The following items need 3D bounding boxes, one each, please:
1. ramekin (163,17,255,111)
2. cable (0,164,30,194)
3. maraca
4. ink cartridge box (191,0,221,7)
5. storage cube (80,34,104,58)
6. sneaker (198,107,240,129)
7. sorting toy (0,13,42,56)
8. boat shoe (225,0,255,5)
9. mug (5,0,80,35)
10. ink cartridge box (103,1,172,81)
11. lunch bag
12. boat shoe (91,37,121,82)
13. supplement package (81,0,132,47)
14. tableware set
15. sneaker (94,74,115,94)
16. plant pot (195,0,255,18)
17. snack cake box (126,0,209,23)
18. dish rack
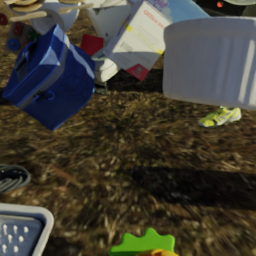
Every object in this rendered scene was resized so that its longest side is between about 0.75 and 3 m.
[{"bbox_3d":[1.644,-0.920,4.525,2.303,1.123,2.303,7,9,-1],"label":"ramekin"},{"bbox_3d":[-2.950,1.215,6.277,1.465,0.456,1.795,3,5,-25],"label":"cable"},{"bbox_3d":[0.415,2.316,4.147,1.368,1.068,1.996,-4,29,-15],"label":"maraca"},{"bbox_3d":[2.581,-4.693,9.690,1.640,2.038,0.510,-53,24,-23],"label":"ink cartridge box"},{"bbox_3d":[-1.312,-2.698,9.779,0.857,0.733,0.771,9,73,-14],"label":"storage cube"},{"bbox_3d":[1.831,-0.253,5.696,0.898,0.343,0.339,-18,29,-6],"label":"sneaker"},{"bbox_3d":[-3.446,-2.926,9.481,2.315,1.116,0.392,20,6,-12],"label":"sorting toy"},{"bbox_3d":[2.513,-3.733,6.986,2.517,0.928,0.807,20,15,14],"label":"boat shoe"},{"bbox_3d":[-2.491,-3.647,8.244,2.078,1.534,1.822,5,54,-9],"label":"mug"},{"bbox_3d":[0.240,-1.774,5.744,0.928,1.279,0.533,29,16,-27],"label":"ink cartridge box"},{"bbox_3d":[-1.892,-1.235,6.615,1.637,1.594,2.410,-37,33,20],"label":"lunch bag"},{"bbox_3d":[-0.346,-2.405,9.209,0.906,0.822,2.463,28,54,30],"label":"boat shoe"},{"bbox_3d":[-0.666,-4.364,10.119,1.644,2.811,1.649,-29,32,1],"label":"supplement package"},{"bbox_3d":[-1.859,-3.209,6.572,2.050,0.411,1.355,-11,56,-1],"label":"tableware set"},{"bbox_3d":[-1.157,-2.367,12.265,1.397,0.804,2.678,8,37,14],"label":"sneaker"},{"bbox_3d":[2.955,-3.511,8.353,2.000,1.995,1.774,28,-2,21],"label":"plant pot"},{"bbox_3d":[1.241,-2.581,6.957,2.700,0.907,1.553,45,15,8],"label":"snack cake box"},{"bbox_3d":[-2.637,2.400,4.457,2.372,0.602,2.763,3,31,6],"label":"dish rack"}]
